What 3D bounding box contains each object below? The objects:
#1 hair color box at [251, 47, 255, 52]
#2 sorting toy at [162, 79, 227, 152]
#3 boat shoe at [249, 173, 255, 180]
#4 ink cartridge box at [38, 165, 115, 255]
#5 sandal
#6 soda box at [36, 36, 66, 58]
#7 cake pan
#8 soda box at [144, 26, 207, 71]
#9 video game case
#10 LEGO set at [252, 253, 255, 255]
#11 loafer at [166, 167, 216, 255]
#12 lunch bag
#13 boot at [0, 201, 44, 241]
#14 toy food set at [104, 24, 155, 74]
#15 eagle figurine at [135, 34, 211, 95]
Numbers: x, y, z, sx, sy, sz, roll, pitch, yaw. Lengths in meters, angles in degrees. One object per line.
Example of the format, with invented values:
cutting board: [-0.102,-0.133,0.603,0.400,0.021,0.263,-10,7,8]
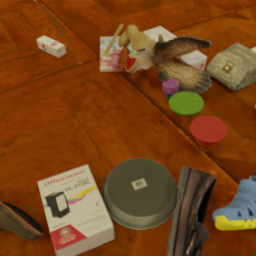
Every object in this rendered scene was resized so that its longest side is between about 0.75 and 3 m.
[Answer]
hair color box: [5.517,-2.789,11.062,1.958,0.634,1.070,-30,54,-22]
sorting toy: [1.842,-0.314,8.555,1.018,1.011,2.936,-19,47,-11]
boat shoe: [3.792,1.432,7.303,1.147,0.380,0.401,19,50,17]
ink cartridge box: [-1.261,1.925,6.594,1.311,0.745,1.799,-18,50,-16]
sandal: [2.652,1.621,6.175,2.351,0.934,1.024,-2,73,-39]
soda box: [-3.239,-3.424,11.789,1.293,0.412,0.440,30,54,24]
cake pan: [0.304,1.565,7.193,2.003,0.367,2.003,0,47,0]
soda box: [1.709,-2.886,10.924,0.880,0.942,2.765,-26,53,-22]
video game case: [-0.335,-3.121,11.650,1.670,0.204,2.336,-3,47,-3]
LEGO set: [3.230,2.860,5.386,0.964,1.279,1.663,-41,50,-12]
loafer: [1.444,2.069,6.196,0.906,1.034,2.878,5,45,16]
lunch bag: [3.913,-2.187,10.263,1.713,1.007,1.405,-32,55,-19]
boot: [-3.231,2.221,6.412,2.631,0.983,1.275,23,70,20]
toy food set: [0.009,-2.686,9.996,0.439,1.772,2.788,22,23,-33]
eagle figurine: [1.583,-2.317,9.345,1.817,1.807,2.394,21,19,-36]
